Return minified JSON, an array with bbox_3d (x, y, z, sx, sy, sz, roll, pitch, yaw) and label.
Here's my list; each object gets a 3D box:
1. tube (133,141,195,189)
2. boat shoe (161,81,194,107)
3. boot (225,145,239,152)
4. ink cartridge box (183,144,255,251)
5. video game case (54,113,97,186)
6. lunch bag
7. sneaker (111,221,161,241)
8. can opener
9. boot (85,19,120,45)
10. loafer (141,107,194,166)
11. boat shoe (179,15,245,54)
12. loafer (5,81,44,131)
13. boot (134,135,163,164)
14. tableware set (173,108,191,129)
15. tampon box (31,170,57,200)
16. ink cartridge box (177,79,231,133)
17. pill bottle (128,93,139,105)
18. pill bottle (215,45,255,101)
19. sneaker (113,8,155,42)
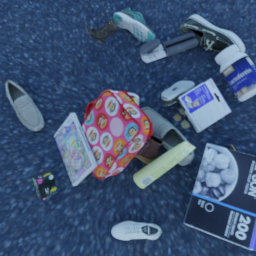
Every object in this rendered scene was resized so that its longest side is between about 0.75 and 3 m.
[{"bbox_3d":[1.182,1.189,9.321,2.246,0.652,0.583,-39,96,18],"label":"tube"},{"bbox_3d":[1.941,-1.364,11.056,1.712,0.545,0.605,-28,45,-28],"label":"boat shoe"},{"bbox_3d":[4.384,1.424,9.754,1.475,0.826,2.133,-20,80,-14],"label":"boot"},{"bbox_3d":[3.460,2.177,8.748,2.789,0.605,2.763,15,80,21],"label":"ink cartridge box"},{"bbox_3d":[-1.882,0.754,9.707,0.189,1.499,2.093,-3,58,-44],"label":"video game case"},{"bbox_3d":[-0.678,0.115,9.347,1.099,2.682,2.362,-5,50,-51],"label":"lunch bag"},{"bbox_3d":[0.260,3.243,8.887,1.578,0.635,0.603,-1,67,-3],"label":"sneaker"},{"bbox_3d":[1.714,-3.469,11.775,2.547,0.852,0.679,-20,69,-3],"label":"can opener"},{"bbox_3d":[-1.074,-4.189,11.776,1.124,1.292,0.447,-38,61,20],"label":"boot"},{"bbox_3d":[1.370,0.173,10.129,0.938,0.936,2.684,-39,72,-19],"label":"loafer"},{"bbox_3d":[3.505,-3.737,11.963,0.939,1.042,2.948,-41,64,-18],"label":"boat shoe"},{"bbox_3d":[-4.024,-0.852,10.690,0.819,0.817,2.342,-37,71,-15],"label":"loafer"},{"bbox_3d":[0.311,0.509,9.732,1.638,1.363,0.593,27,48,6],"label":"boot"},{"bbox_3d":[2.187,-0.378,10.881,0.704,0.098,0.843,-38,70,-16],"label":"tableware set"},{"bbox_3d":[-2.753,1.871,9.228,0.564,0.752,0.475,-26,30,-38],"label":"tampon box"},{"bbox_3d":[2.887,-0.851,10.641,1.541,0.334,1.527,-31,90,-8],"label":"ink cartridge box"},{"bbox_3d":[-0.061,-0.424,10.291,0.872,0.872,1.595,2,78,1],"label":"pill bottle"},{"bbox_3d":[4.260,-2.109,10.722,1.146,1.146,1.980,-28,79,-12],"label":"pill bottle"},{"bbox_3d":[0.419,-4.706,12.491,2.197,0.852,1.002,39,67,15],"label":"sneaker"}]
